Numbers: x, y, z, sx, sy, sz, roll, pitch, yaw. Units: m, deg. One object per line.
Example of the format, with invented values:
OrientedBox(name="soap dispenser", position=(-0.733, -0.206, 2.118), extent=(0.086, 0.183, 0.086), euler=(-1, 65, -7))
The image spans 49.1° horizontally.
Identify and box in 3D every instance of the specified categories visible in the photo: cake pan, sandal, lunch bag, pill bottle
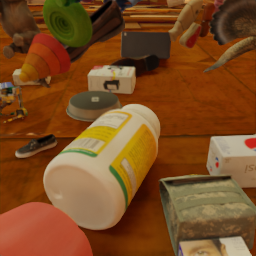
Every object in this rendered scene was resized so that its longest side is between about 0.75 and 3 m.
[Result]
OrientedBox(name="cake pan", position=(-1.206, -0.850, 10.047), extent=(2.003, 0.367, 2.003), euler=(0, 29, 0))
OrientedBox(name="sandal", position=(0.156, -4.687, 9.985), extent=(2.351, 0.934, 1.024), euler=(-14, 58, 19))
OrientedBox(name="lunch bag", position=(1.409, 1.437, 5.388), extent=(1.405, 1.007, 1.713), euler=(-3, 24, -5))
OrientedBox(name="pill bottle", position=(-0.313, 0.596, 6.176), extent=(1.662, 1.662, 2.947), euler=(12, 32, 20))

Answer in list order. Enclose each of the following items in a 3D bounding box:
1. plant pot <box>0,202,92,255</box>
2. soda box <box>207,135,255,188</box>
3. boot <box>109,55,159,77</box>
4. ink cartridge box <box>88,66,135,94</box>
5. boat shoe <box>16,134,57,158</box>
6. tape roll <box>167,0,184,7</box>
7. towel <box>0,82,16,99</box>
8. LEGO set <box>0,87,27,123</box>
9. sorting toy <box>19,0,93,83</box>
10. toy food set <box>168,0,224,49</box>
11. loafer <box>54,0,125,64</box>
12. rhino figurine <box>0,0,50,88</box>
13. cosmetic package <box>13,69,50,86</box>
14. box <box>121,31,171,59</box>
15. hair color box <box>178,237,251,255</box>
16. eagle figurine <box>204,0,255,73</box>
OrientedBox(name="plant pot", position=(-1.509, 2.035, 3.447), extent=(2.105, 2.105, 1.862), euler=(11, 21, 19))
OrientedBox(name="soda box", position=(3.367, 0.762, 6.601), extent=(2.765, 0.942, 0.880), euler=(-1, 29, -2))
OrientedBox(name="boot", position=(0.077, -2.907, 13.429), extent=(2.631, 0.983, 1.275), euler=(-15, 14, -25))
OrientedBox(name="ink cartridge box", position=(-0.647, -2.049, 11.773), extent=(1.799, 0.745, 1.311), euler=(3, 30, 6))
OrientedBox(name="boat shoe", position=(-2.530, 0.456, 7.717), extent=(1.147, 0.380, 0.401), euler=(-18, 34, -29))
OrientedBox(name="tape roll", position=(1.661, -4.808, 9.968), extent=(0.578, 0.842, 0.842), euler=(-9, 27, 15))
OrientedBox(name="towel", position=(-5.561, -1.327, 11.104), extent=(2.030, 0.242, 1.470), euler=(-14, 35, -20))
OrientedBox(name="LEGO set", position=(-4.122, -0.765, 8.995), extent=(1.663, 1.279, 0.964), euler=(3, 12, -9))
OrientedBox(name="sorting toy", position=(-1.403, -1.598, 5.052), extent=(2.936, 1.018, 1.011), euler=(-32, 20, 55))
OrientedBox(name="toy food set", position=(2.389, -3.457, 8.303), extent=(0.439, 2.788, 1.772), euler=(37, 5, 29))
OrientedBox(name="loafer", position=(-1.448, -2.745, 8.134), extent=(2.878, 0.906, 1.034), euler=(-32, 56, -8))
OrientedBox(name="rhino figurine", position=(-2.470, -2.122, 6.705), extent=(0.778, 2.602, 1.138), euler=(-13, 27, 22))
OrientedBox(name="cosmetic package", position=(-4.232, -2.261, 12.377), extent=(1.461, 0.519, 0.768), euler=(-3, 30, -5))
OrientedBox(name="box", position=(0.960, -4.443, 15.017), extent=(2.505, 1.304, 2.281), euler=(3, 16, 5))
OrientedBox(name="hair color box", position=(1.423, 2.517, 3.837), extent=(1.070, 0.634, 1.958), euler=(-3, 28, -4))
OrientedBox(name="eagle figurine", position=(3.141, -2.202, 6.787), extent=(2.394, 1.817, 1.807), euler=(6, 17, 17))
